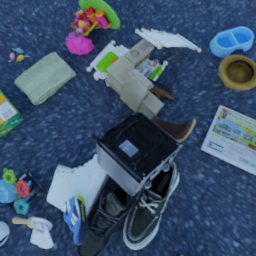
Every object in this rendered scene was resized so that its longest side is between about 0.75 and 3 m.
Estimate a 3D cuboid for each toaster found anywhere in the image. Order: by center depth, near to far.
[{"bbox_3d":[0.186,0.690,8.395,2.120,1.258,1.917,40,55,20],"label":"toaster"}]

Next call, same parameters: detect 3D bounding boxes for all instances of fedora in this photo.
[{"bbox_3d":[4.180,-2.005,10.754,1.679,0.685,1.679,2,65,-4],"label":"fedora"}]

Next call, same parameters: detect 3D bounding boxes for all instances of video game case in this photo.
[{"bbox_3d":[3.940,0.403,10.090,2.081,0.238,1.894,26,71,10],"label":"video game case"}]

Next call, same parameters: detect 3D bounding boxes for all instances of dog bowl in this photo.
[{"bbox_3d":[4.278,-3.559,11.467,1.821,0.451,1.015,-18,70,-7],"label":"dog bowl"}]

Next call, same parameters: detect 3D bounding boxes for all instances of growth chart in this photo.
[{"bbox_3d":[1.527,-3.411,10.821,2.289,0.203,1.657,-7,43,-32],"label":"growth chart"},{"bbox_3d":[-0.080,-2.358,11.137,2.760,0.245,1.997,26,73,10],"label":"growth chart"}]

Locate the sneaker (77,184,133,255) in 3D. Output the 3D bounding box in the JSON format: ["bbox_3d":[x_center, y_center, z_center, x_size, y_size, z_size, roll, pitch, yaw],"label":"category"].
[{"bbox_3d":[-0.757,2.800,8.521,1.012,1.516,2.647,34,75,14],"label":"sneaker"}]

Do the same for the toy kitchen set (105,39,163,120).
[{"bbox_3d":[0.727,-1.915,9.966,2.324,1.896,2.097,44,71,7],"label":"toy kitchen set"}]

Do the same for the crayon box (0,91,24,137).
[{"bbox_3d":[-5.302,-0.161,10.018,2.549,0.743,1.514,-40,74,-14],"label":"crayon box"}]

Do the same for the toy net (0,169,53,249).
[{"bbox_3d":[-3.064,2.482,8.654,2.672,0.516,1.402,45,109,6],"label":"toy net"}]

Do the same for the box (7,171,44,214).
[{"bbox_3d":[-3.552,2.164,9.404,1.122,0.258,0.892,-42,75,-14],"label":"box"}]

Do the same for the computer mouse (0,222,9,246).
[{"bbox_3d":[-4.600,3.772,8.706,1.077,0.431,1.965,37,74,13],"label":"computer mouse"}]

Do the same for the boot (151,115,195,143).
[{"bbox_3d":[1.402,-0.039,9.570,1.274,1.532,0.554,34,40,-4],"label":"boot"}]

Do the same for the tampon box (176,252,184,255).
[{"bbox_3d":[1.339,4.835,7.602,2.063,1.303,1.546,-37,90,-13],"label":"tampon box"}]

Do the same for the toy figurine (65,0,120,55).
[{"bbox_3d":[-1.792,-3.928,11.227,2.238,1.680,2.060,31,81,34],"label":"toy figurine"}]

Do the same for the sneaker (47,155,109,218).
[{"bbox_3d":[-1.498,1.401,9.268,1.695,1.081,2.934,26,69,10],"label":"sneaker"}]

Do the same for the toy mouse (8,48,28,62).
[{"bbox_3d":[-4.566,-3.028,11.418,0.826,0.160,0.734,-29,72,-10],"label":"toy mouse"}]

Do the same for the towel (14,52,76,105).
[{"bbox_3d":[-3.242,-1.964,10.902,2.056,0.375,1.525,-42,74,-14],"label":"towel"}]

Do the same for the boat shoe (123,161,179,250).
[{"bbox_3d":[0.693,2.321,8.844,1.049,0.945,2.967,21,65,22],"label":"boat shoe"}]

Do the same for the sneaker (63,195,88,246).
[{"bbox_3d":[-1.548,2.695,8.180,0.573,0.515,1.394,-15,66,14],"label":"sneaker"}]

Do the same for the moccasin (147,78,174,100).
[{"bbox_3d":[1.142,-1.396,10.621,1.332,0.514,0.487,19,45,-14],"label":"moccasin"}]
